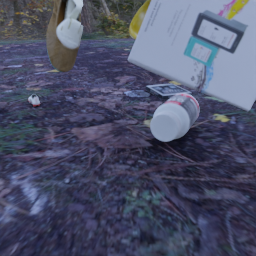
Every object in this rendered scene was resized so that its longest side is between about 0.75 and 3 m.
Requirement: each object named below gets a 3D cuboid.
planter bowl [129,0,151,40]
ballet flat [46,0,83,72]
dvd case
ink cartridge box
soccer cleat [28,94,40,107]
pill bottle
[{"bbox_3d":[1.579,-2.934,7.564,2.952,1.230,2.952,-25,39,22],"label":"planter bowl"},{"bbox_3d":[-1.708,-3.041,8.117,0.982,2.896,1.048,21,-32,-36],"label":"ballet flat"},{"bbox_3d":[1.823,-1.695,12.917,1.418,0.233,1.886,-8,22,-17],"label":"dvd case"},{"bbox_3d":[1.337,-1.555,5.083,2.203,1.608,1.616,22,15,-3],"label":"ink cartridge box"},{"bbox_3d":[-3.808,-1.174,11.321,0.355,0.441,1.034,-11,25,-26],"label":"soccer cleat"},{"bbox_3d":[1.376,-0.304,8.271,1.072,1.072,1.936,10,24,24],"label":"pill bottle"}]
